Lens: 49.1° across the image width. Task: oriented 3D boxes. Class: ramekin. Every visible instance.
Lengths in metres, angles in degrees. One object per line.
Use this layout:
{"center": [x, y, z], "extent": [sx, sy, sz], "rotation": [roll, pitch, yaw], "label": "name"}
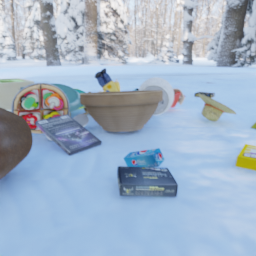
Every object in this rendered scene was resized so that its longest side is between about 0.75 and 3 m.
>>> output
{"center": [1.090, -1.232, 11.427], "extent": [1.538, 1.538, 0.807], "rotation": [3, 20, 11], "label": "ramekin"}

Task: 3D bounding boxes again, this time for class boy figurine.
{"center": [-0.935, -1.962, 14.205], "extent": [1.253, 2.016, 0.649], "rotation": [-30, -8, -16], "label": "boy figurine"}

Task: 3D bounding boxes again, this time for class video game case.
{"center": [-1.770, 0.156, 8.300], "extent": [1.682, 0.160, 1.202], "rotation": [36, 33, 29], "label": "video game case"}

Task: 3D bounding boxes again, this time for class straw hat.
{"center": [3.207, -0.619, 10.684], "extent": [1.618, 0.685, 1.618], "rotation": [28, 5, -3], "label": "straw hat"}

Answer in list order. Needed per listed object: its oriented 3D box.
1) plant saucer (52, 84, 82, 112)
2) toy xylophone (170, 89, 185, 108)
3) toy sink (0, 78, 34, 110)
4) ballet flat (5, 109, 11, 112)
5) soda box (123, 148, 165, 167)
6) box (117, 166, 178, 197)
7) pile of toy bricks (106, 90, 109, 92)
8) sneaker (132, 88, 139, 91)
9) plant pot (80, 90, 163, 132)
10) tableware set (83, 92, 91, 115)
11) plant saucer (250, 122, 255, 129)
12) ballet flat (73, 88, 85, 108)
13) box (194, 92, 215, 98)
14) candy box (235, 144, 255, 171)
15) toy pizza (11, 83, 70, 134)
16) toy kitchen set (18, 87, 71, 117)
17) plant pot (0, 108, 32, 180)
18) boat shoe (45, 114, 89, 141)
{"center": [-2.948, -1.339, 11.785], "extent": [2.098, 0.288, 2.098], "rotation": [11, 34, -7], "label": "plant saucer"}
{"center": [1.519, -1.261, 12.982], "extent": [2.138, 0.537, 1.566], "rotation": [-9, -23, 0], "label": "toy xylophone"}
{"center": [-5.623, -1.293, 11.845], "extent": [2.838, 1.590, 1.850], "rotation": [-12, 20, -37], "label": "toy sink"}
{"center": [-4.832, -0.346, 10.166], "extent": [2.107, 0.732, 0.732], "rotation": [-4, 16, -14], "label": "ballet flat"}
{"center": [0.353, 0.714, 6.422], "extent": [0.932, 0.316, 0.299], "rotation": [-13, 18, 43], "label": "soda box"}
{"center": [0.353, 1.075, 5.688], "extent": [1.124, 0.287, 0.887], "rotation": [2, 15, -5], "label": "box"}
{"center": [-0.967, -0.853, 11.573], "extent": [0.786, 1.416, 0.699], "rotation": [32, -14, 29], "label": "pile of toy bricks"}
{"center": [0.462, -1.592, 13.930], "extent": [0.699, 0.609, 1.554], "rotation": [-42, 32, 10], "label": "sneaker"}
{"center": [-0.218, -0.607, 9.648], "extent": [2.835, 1.309, 2.835], "rotation": [-1, 8, 0], "label": "plant pot"}
{"center": [-1.382, -1.008, 12.879], "extent": [1.619, 0.491, 2.449], "rotation": [14, 21, 2], "label": "tableware set"}
{"center": [5.705, -0.187, 10.037], "extent": [1.857, 0.445, 1.860], "rotation": [-14, 21, -41], "label": "plant saucer"}
{"center": [-3.007, -1.249, 12.897], "extent": [0.997, 0.994, 2.975], "rotation": [-8, 7, 28], "label": "ballet flat"}
{"center": [4.604, -1.987, 16.873], "extent": [0.995, 0.245, 0.794], "rotation": [11, 17, 33], "label": "box"}
{"center": [3.881, 0.855, 6.431], "extent": [2.498, 0.330, 1.277], "rotation": [10, 14, 28], "label": "candy box"}
{"center": [-2.759, -0.555, 8.944], "extent": [1.812, 1.812, 0.287], "rotation": [-6, 30, -21], "label": "toy pizza"}
{"center": [-2.950, -0.885, 9.908], "extent": [1.538, 1.232, 0.906], "rotation": [-12, 19, -34], "label": "toy kitchen set"}
{"center": [-3.117, 0.350, 5.431], "extent": [2.258, 2.258, 2.415], "rotation": [6, 7, 20], "label": "plant pot"}
{"center": [-1.999, 0.043, 9.189], "extent": [1.715, 0.588, 0.485], "rotation": [-29, -7, -45], "label": "boat shoe"}
